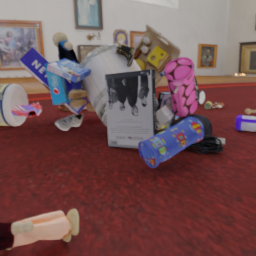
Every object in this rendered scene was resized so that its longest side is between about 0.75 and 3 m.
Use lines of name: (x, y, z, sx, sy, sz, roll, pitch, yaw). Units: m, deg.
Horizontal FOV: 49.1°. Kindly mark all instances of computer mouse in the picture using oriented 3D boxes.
computer mouse: (2.182, 0.031, 9.379, 2.007, 0.764, 2.899, 3, 14, 18)

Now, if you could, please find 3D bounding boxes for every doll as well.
doll: (-2.148, -2.311, 10.178, 0.714, 2.946, 2.010, -14, -22, -14)

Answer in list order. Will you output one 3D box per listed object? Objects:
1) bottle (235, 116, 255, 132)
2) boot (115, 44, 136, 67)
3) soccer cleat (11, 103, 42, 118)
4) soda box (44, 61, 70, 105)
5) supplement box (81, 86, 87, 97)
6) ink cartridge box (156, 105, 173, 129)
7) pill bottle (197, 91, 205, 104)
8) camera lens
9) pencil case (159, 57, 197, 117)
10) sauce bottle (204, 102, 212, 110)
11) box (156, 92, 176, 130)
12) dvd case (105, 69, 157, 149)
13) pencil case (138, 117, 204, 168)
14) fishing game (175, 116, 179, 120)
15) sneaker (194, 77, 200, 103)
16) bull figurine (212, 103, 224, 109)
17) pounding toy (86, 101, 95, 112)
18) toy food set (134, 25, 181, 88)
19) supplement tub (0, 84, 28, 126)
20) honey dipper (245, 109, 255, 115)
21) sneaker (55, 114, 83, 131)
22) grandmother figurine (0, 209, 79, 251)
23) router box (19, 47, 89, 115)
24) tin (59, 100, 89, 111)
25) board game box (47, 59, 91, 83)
bottle: (4.931, -0.113, 10.414, 1.743, 0.569, 0.728, 7, 10, 25)
boot: (-0.110, -2.435, 9.335, 0.645, 0.856, 0.313, 18, -28, -3)
soccer cleat: (-3.554, -0.548, 9.686, 1.269, 0.423, 0.485, -8, 52, 19)
soda box: (-2.415, -1.515, 9.577, 0.480, 1.414, 0.454, -12, 0, 10)
supplement box: (-2.080, -1.660, 12.128, 0.735, 0.411, 1.350, 41, -6, -13)
ink cartridge box: (0.928, -0.215, 9.679, 1.143, 0.480, 0.834, -37, 1, 24)
pill bottle: (3.906, -1.931, 17.355, 1.488, 0.790, 0.790, 12, 18, 39)
camera lens: (-0.423, -1.463, 10.164, 2.176, 2.720, 2.176, -26, -20, -10)
pencil case: (1.710, -1.184, 8.998, 1.009, 1.042, 2.224, -8, -30, 15)
sauce bottle: (4.478, -1.268, 15.585, 0.379, 0.379, 1.171, 5, 13, 21)
box: (1.413, -0.620, 10.494, 0.966, 1.415, 0.267, -4, 27, -38)
dvd case: (0.056, -0.514, 8.211, 1.669, 2.220, 0.275, 2, 8, 35)
pencil case: (1.092, 0.333, 7.048, 1.835, 0.716, 0.797, -25, 4, -30)
fishing game: (1.891, -0.579, 13.124, 0.962, 0.209, 1.344, -1, 13, -15)
sneaker: (2.449, -1.433, 11.203, 0.637, 1.410, 0.551, -23, -44, 34)
bull figurine: (5.018, -1.236, 15.605, 0.523, 0.280, 0.861, 10, 17, 36)
pounding toy: (-1.556, -1.184, 12.911, 0.714, 0.552, 0.776, 7, 35, 21)
toy food set: (0.625, -2.636, 11.463, 1.898, 2.645, 0.799, 42, 11, 19)
supplement tub: (-5.517, -0.946, 11.392, 2.370, 1.718, 1.718, 2, 14, 5)
honey dipper: (7.016, -0.782, 13.592, 2.521, 0.479, 0.479, -1, 13, 14)
sneaker: (-2.279, -0.309, 10.876, 0.525, 0.576, 1.405, 42, 27, 11)
grandmother figurine: (-1.560, 1.411, 3.709, 1.673, 1.015, 0.507, 6, 43, -35)
router box: (-3.105, -1.880, 11.709, 0.718, 2.940, 2.639, -48, 17, -7)
tin: (-2.742, -1.244, 15.401, 2.145, 0.449, 1.201, -9, 12, -33)
board game box: (-1.874, -1.863, 9.007, 1.029, 0.224, 1.034, 23, 29, 9)
